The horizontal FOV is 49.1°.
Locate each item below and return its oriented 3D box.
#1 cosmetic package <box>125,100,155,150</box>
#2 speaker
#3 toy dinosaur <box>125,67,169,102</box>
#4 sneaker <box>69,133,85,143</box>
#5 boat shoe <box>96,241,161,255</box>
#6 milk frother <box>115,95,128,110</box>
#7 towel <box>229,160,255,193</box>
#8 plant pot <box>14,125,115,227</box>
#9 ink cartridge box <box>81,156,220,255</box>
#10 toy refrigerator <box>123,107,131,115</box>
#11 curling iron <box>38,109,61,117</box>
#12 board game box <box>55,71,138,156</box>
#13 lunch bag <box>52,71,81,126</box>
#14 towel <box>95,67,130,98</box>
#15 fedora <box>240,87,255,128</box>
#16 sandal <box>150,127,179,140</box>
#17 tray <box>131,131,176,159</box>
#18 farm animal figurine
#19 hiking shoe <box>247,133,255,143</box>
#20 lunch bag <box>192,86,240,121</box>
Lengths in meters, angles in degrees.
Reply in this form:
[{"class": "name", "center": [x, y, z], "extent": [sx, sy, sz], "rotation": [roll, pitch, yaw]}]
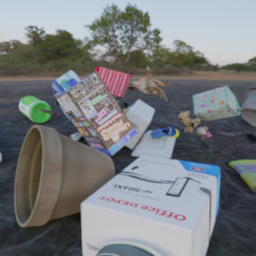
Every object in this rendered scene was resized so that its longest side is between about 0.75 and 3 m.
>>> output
[{"class": "cosmetic package", "center": [0.317, -0.225, 11.818], "extent": [0.950, 1.352, 2.666], "rotation": [32, 18, 0]}, {"class": "speaker", "center": [-5.378, -1.085, 16.081], "extent": [1.313, 1.313, 2.969], "rotation": [-8, 16, -31]}, {"class": "toy dinosaur", "center": [0.777, -1.994, 13.202], "extent": [2.603, 1.117, 1.764], "rotation": [18, -8, -37]}, {"class": "sneaker", "center": [-2.100, 0.379, 11.504], "extent": [0.519, 0.435, 1.173], "rotation": [16, 23, 12]}, {"class": "boat shoe", "center": [0.325, 2.220, 3.675], "extent": [2.236, 0.814, 0.691], "rotation": [16, 16, 33]}, {"class": "milk frother", "center": [-0.475, -1.320, 13.679], "extent": [0.850, 0.942, 0.886], "rotation": [-20, 21, -11]}, {"class": "towel", "center": [3.996, 1.396, 8.189], "extent": [1.538, 0.244, 2.142], "rotation": [-1, 13, 0]}, {"class": "plant pot", "center": [-1.363, 1.109, 6.298], "extent": [1.825, 2.104, 2.104], "rotation": [11, 6, -31]}, {"class": "ink cartridge box", "center": [0.622, 1.577, 5.525], "extent": [1.973, 1.139, 2.702], "rotation": [6, 15, 24]}, {"class": "toy refrigerator", "center": [-0.341, -0.691, 15.429], "extent": [2.430, 0.850, 0.923], "rotation": [-3, 7, -16]}, {"class": "curling iron", "center": [-2.588, -0.488, 9.234], "extent": [0.251, 0.129, 1.012], "rotation": [-13, -12, 22]}, {"class": "board game box", "center": [-0.922, -0.349, 7.808], "extent": [0.972, 2.007, 1.600], "rotation": [-39, 15, -20]}, {"class": "lunch bag", "center": [-1.687, -0.682, 10.571], "extent": [1.127, 2.734, 2.198], "rotation": [-38, -11, -17]}, {"class": "towel", "center": [-0.815, -2.034, 12.326], "extent": [1.602, 1.159, 0.180], "rotation": [16, -14, 13]}, {"class": "fedora", "center": [6.650, -0.837, 14.299], "extent": [1.181, 2.312, 2.615], "rotation": [-33, 31, -11]}, {"class": "sandal", "center": [1.345, 0.178, 10.743], "extent": [1.108, 0.440, 0.482], "rotation": [-11, -24, 26]}, {"class": "tray", "center": [1.102, 0.569, 11.192], "extent": [1.448, 0.299, 2.696], "rotation": [4, 17, 13]}, {"class": "farm animal figurine", "center": [2.264, -0.040, 9.864], "extent": [0.604, 0.970, 1.201], "rotation": [-38, 38, -4]}, {"class": "hiking shoe", "center": [5.476, 0.388, 11.976], "extent": [0.481, 0.362, 0.955], "rotation": [-4, 13, -2]}, {"class": "lunch bag", "center": [3.158, -0.745, 9.913], "extent": [1.274, 0.912, 1.496], "rotation": [-15, -24, 34]}]
